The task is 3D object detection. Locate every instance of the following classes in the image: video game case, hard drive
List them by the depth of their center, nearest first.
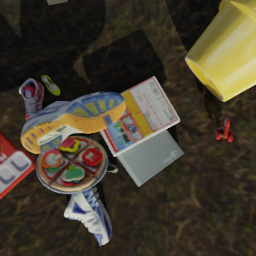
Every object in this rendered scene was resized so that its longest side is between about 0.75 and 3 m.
[{"bbox_3d":[0.194,-0.359,8.130,2.164,0.189,1.547,-28,81,-5],"label":"video game case"},{"bbox_3d":[0.282,0.296,8.315,1.646,0.388,2.359,-35,82,-6],"label":"hard drive"}]

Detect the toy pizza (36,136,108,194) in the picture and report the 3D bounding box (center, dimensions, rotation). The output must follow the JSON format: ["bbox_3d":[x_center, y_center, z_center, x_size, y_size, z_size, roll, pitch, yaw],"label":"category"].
[{"bbox_3d":[-1.546,0.899,7.744,1.964,0.311,1.964,2,47,-2],"label":"toy pizza"}]

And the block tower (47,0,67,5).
[{"bbox_3d":[-2.559,-5.354,9.159,0.663,0.710,2.455,-12,81,-2],"label":"block tower"}]

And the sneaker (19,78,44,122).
[{"bbox_3d":[-2.833,-0.688,8.238,0.550,0.869,1.545,-1,80,0],"label":"sneaker"}]

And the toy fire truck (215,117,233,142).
[{"bbox_3d":[2.798,0.021,8.065,0.425,0.758,0.636,12,102,12],"label":"toy fire truck"}]

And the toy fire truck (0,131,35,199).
[{"bbox_3d":[-4.020,1.093,7.113,2.176,1.453,2.591,44,74,2],"label":"toy fire truck"}]

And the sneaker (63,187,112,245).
[{"bbox_3d":[-1.192,2.421,7.849,1.020,0.713,1.766,-24,83,7],"label":"sneaker"}]

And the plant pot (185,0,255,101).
[{"bbox_3d":[3.057,-2.148,7.676,2.476,2.631,2.631,-42,82,10],"label":"plant pot"}]

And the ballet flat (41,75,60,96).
[{"bbox_3d":[-2.412,-1.326,8.653,0.262,0.263,0.784,-40,84,-4],"label":"ballet flat"}]

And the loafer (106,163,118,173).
[{"bbox_3d":[-0.679,1.128,8.225,0.778,0.271,0.293,8,81,2],"label":"loafer"}]

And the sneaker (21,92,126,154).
[{"bbox_3d":[-1.539,-0.433,7.631,2.917,1.098,1.286,-20,37,-2],"label":"sneaker"}]
